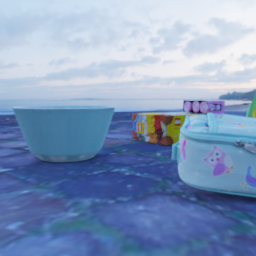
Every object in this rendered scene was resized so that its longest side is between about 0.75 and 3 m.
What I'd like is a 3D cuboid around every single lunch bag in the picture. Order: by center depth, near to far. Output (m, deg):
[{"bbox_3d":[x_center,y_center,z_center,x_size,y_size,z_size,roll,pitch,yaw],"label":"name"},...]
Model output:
[{"bbox_3d":[1.848,0.328,4.824,2.072,0.996,2.583,8,9,13],"label":"lunch bag"}]

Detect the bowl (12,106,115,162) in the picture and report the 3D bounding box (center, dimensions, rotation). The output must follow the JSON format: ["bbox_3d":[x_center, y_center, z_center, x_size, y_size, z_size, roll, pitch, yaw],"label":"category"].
[{"bbox_3d":[-1.563,0.095,7.062,2.478,1.296,2.478,0,5,0],"label":"bowl"}]

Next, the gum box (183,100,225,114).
[{"bbox_3d":[2.611,-0.727,9.691,0.793,0.462,1.397,-1,7,-21],"label":"gum box"}]

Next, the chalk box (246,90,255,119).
[{"bbox_3d":[5.690,-0.630,10.537,1.657,1.666,2.677,25,-12,-39],"label":"chalk box"}]

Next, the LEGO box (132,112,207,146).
[{"bbox_3d":[1.722,-0.046,10.221,2.544,0.982,1.895,-4,6,-34],"label":"LEGO box"}]
